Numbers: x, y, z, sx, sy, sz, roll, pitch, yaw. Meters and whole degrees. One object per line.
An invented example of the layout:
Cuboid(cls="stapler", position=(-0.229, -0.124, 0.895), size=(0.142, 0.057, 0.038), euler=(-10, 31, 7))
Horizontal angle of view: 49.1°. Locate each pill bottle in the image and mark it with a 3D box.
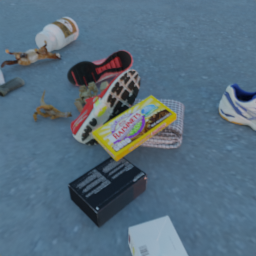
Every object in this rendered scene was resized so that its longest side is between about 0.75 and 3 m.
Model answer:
Cuboid(cls="pill bottle", position=(-3.576, -4.659, 14.108), size=(1.242, 1.242, 2.172), euler=(17, 42, 19))

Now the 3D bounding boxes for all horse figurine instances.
Cuboid(cls="horse figurine", position=(-4.364, -3.223, 12.502), size=(2.537, 0.633, 1.681), euler=(-18, 0, -4))

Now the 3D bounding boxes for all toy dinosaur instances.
Cuboid(cls="toy dinosaur", position=(-2.832, -0.644, 9.889), size=(2.068, 0.625, 1.098), euler=(30, 32, 32))

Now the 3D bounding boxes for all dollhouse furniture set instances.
Cuboid(cls="dollhouse furniture set", position=(-1.206, -1.067, 10.349), size=(1.261, 0.838, 1.105), euler=(-16, 37, 16))

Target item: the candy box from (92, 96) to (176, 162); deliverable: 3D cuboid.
Cuboid(cls="candy box", position=(0.194, -0.062, 7.944), size=(2.212, 0.292, 1.130), euler=(-34, 52, -21))

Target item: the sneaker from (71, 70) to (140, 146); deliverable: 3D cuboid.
Cuboid(cls="sneaker", position=(-0.802, -0.831, 8.955), size=(2.913, 1.122, 1.237), euler=(-49, 45, -11))

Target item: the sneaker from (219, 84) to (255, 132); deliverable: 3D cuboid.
Cuboid(cls="sneaker", position=(4.400, -0.537, 9.066), size=(2.856, 1.259, 1.075), euler=(21, 45, 23))

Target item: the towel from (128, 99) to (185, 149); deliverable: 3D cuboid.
Cuboid(cls="towel", position=(0.755, -0.246, 9.023), size=(2.055, 0.879, 1.702), euler=(7, 39, 8))

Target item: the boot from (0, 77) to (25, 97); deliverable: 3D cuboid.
Cuboid(cls="boot", position=(-4.910, -1.744, 11.229), size=(1.014, 0.405, 1.116), euler=(27, 52, 10))

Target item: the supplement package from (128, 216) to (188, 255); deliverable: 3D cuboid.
Cuboid(cls="supplement package", position=(0.615, 2.593, 5.725), size=(0.928, 0.661, 1.192), euler=(-12, 41, -14))

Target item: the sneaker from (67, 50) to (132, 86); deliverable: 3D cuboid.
Cuboid(cls="sneaker", position=(-1.109, -2.309, 11.600), size=(2.772, 1.022, 1.202), euler=(-15, 1, 5))

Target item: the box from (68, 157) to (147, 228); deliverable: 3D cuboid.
Cuboid(cls="box", position=(-0.488, 1.500, 7.076), size=(1.645, 0.649, 1.161), euler=(-31, 45, -33))

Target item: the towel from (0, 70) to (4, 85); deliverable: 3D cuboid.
Cuboid(cls="towel", position=(-5.894, -1.968, 11.650), size=(1.358, 0.219, 1.297), euler=(-17, 42, -18))
